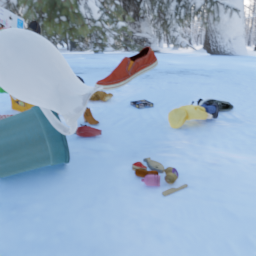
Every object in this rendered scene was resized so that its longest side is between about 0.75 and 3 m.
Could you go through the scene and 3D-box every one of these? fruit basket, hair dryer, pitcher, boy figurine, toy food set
[{"bbox_3d":[-4.440,-2.738,10.103,1.304,2.783,2.578,-12,35,-38],"label":"fruit basket"},{"bbox_3d":[-1.707,0.027,11.489,1.597,0.434,1.216,17,25,37],"label":"hair dryer"},{"bbox_3d":[-1.922,-0.905,6.238,2.312,1.983,1.401,37,48,-1],"label":"pitcher"},{"bbox_3d":[2.933,-0.606,12.567,2.723,0.877,1.693,-16,22,-35],"label":"boy figurine"},{"bbox_3d":[0.763,1.292,8.176,1.223,0.303,1.923,-13,24,-32],"label":"toy food set"}]

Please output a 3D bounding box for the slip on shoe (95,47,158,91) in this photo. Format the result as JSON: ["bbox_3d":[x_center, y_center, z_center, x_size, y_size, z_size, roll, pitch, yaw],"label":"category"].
[{"bbox_3d":[-0.078,-1.761,8.364,2.218,0.679,0.822,-32,32,-18],"label":"slip on shoe"}]

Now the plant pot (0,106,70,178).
[{"bbox_3d":[-3.100,0.416,8.350,2.060,2.103,2.103,-18,26,-24],"label":"plant pot"}]

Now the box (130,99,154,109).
[{"bbox_3d":[0.751,-1.315,15.476,0.976,0.243,0.969,-10,21,-25],"label":"box"}]

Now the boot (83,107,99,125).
[{"bbox_3d":[-1.675,-0.548,12.623,0.937,0.727,0.359,18,27,41],"label":"boot"}]

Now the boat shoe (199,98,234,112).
[{"bbox_3d":[4.562,-1.157,14.344,1.910,0.689,0.677,-5,16,-20],"label":"boat shoe"}]

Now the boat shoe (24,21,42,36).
[{"bbox_3d":[-4.662,-4.414,13.410,0.736,1.975,0.724,-3,-23,11],"label":"boat shoe"}]

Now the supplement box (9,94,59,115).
[{"bbox_3d":[-4.792,-1.217,14.161,2.840,0.945,0.977,14,24,32],"label":"supplement box"}]

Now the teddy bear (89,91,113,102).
[{"bbox_3d":[-1.959,-2.012,16.684,2.194,0.732,1.590,12,21,30],"label":"teddy bear"}]

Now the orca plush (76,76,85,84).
[{"bbox_3d":[-4.144,-2.366,17.139,2.899,1.525,1.031,-45,3,-32],"label":"orca plush"}]

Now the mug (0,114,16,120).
[{"bbox_3d":[-5.295,-0.260,12.006,0.973,0.649,0.863,3,18,19],"label":"mug"}]

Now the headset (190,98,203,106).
[{"bbox_3d":[3.987,-1.247,15.189,1.268,0.596,0.783,9,17,-21],"label":"headset"}]
